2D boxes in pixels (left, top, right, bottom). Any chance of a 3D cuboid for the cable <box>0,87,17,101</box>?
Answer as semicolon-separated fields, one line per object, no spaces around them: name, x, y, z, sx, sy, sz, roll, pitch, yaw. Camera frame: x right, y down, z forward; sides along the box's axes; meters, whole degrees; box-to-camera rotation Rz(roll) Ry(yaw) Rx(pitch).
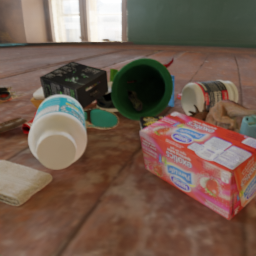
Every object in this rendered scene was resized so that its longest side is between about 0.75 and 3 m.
cable;-6.615;-1.392;13.520;2.426;0.611;1.178;-25;48;-24

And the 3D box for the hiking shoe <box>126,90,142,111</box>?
hiking shoe;0.205;-1.075;11.088;0.499;0.376;0.992;16;39;-50

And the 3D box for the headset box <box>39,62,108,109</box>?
headset box;-2.063;-1.716;11.230;2.121;0.984;1.846;20;42;28

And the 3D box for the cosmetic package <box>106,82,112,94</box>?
cosmetic package;0.274;-1.764;13.430;2.631;0.666;1.086;-12;47;-30

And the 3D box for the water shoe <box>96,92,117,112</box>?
water shoe;-0.257;-1.207;11.970;2.202;0.869;0.787;-11;46;-15

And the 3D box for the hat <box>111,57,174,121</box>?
hat;0.973;-1.610;12.046;2.884;2.389;2.539;-26;-6;15

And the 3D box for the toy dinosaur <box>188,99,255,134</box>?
toy dinosaur;2.693;-0.284;8.470;1.089;2.537;1.719;15;55;-23

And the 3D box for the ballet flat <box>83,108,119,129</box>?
ballet flat;-1.391;-0.342;10.286;2.137;0.808;0.683;5;-2;2

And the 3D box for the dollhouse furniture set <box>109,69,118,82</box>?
dollhouse furniture set;-1.430;-2.581;13.816;1.851;0.714;0.925;11;9;32

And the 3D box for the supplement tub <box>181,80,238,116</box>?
supplement tub;3.315;-1.219;11.479;1.975;1.386;1.386;-9;24;-21

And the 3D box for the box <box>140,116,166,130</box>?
box;1.308;0.007;9.729;1.724;0.423;1.390;-1;25;-1

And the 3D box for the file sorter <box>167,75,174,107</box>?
file sorter;1.464;-1.682;12.668;0.864;1.409;0.978;-13;25;-25

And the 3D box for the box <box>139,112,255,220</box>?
box;1.647;0.713;6.582;1.326;1.270;2.661;-27;33;-30

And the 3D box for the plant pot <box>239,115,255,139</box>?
plant pot;3.448;0.462;7.317;1.408;1.379;1.408;0;21;0

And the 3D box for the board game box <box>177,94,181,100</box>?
board game box;3.078;-1.484;13.744;0.824;0.217;1.077;-14;26;-32

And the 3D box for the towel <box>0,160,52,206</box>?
towel;-2.878;1.258;6.753;1.800;0.310;1.193;9;24;22

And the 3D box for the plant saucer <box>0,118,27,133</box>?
plant saucer;-4.213;-0.103;9.839;1.283;0.206;1.283;-15;14;4

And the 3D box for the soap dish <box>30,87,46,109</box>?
soap dish;-3.209;-1.465;12.587;1.529;0.789;1.943;5;33;12

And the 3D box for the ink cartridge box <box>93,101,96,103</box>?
ink cartridge box;-1.715;-1.606;13.158;1.162;0.840;0.492;-15;25;-36

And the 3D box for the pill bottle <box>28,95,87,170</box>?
pill bottle;-1.971;0.101;8.021;1.526;1.526;2.755;-4;23;-10

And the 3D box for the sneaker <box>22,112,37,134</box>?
sneaker;-3.462;-0.239;10.180;0.851;0.577;1.474;-9;22;-25
